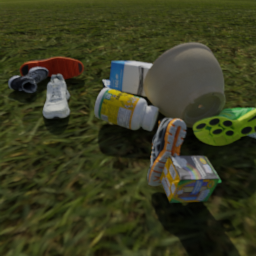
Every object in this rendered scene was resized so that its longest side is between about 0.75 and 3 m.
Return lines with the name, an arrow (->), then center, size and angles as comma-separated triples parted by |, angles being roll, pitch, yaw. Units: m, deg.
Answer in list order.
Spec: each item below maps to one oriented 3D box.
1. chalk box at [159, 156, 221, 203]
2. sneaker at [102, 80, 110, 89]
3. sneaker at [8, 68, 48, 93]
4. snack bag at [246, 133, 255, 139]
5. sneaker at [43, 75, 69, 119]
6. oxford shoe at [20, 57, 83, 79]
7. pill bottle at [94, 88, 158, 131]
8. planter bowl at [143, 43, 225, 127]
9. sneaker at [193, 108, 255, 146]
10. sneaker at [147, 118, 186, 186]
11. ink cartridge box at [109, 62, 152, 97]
chalk box -> 1.451, 1.132, 6.233 | 1.214, 0.751, 0.755 | 4, 36, -18
sneaker -> -0.829, -1.796, 12.002 | 0.457, 0.449, 1.186 | -9, 33, -7
sneaker -> -4.113, -2.024, 12.184 | 1.075, 0.713, 1.889 | 26, 45, 36
snack bag -> 4.235, 0.140, 9.072 | 0.769, 0.087, 0.816 | 21, 36, 32
sneaker -> -2.683, -1.167, 10.387 | 0.965, 1.041, 2.568 | -4, 32, -10
oxford shoe -> -3.588, -2.943, 13.437 | 2.930, 1.043, 1.063 | -1, 25, -2
pill bottle -> -0.031, -0.554, 9.176 | 1.902, 1.073, 1.073 | 19, 34, 13
planter bowl -> 2.046, -1.159, 9.157 | 2.626, 2.626, 1.767 | -11, 51, -18
sneaker -> 3.132, -0.071, 8.852 | 2.538, 0.940, 1.060 | -11, 12, -17
sneaker -> 0.840, 0.571, 6.750 | 0.676, 1.728, 0.667 | 17, 6, -34
ink cartridge box -> 0.909, -1.913, 11.058 | 2.699, 1.159, 1.976 | 17, 19, 26
